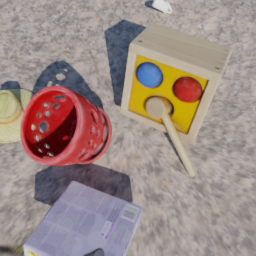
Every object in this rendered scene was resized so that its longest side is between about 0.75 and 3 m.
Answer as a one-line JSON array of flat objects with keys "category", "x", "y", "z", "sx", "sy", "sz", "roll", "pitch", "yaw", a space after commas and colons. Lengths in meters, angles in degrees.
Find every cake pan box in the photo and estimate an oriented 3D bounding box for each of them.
[{"category": "cake pan box", "x": -0.884, "y": 2.266, "z": 6.268, "sx": 1.949, "sy": 0.554, "sz": 2.117, "roll": 18, "pitch": 36, "yaw": 10}]

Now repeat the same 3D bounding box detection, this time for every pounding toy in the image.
[{"category": "pounding toy", "x": 1.260, "y": -0.765, "z": 7.863, "sx": 2.760, "sy": 2.998, "sz": 2.131, "roll": 23, "pitch": 46, "yaw": 13}]

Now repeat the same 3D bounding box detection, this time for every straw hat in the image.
[{"category": "straw hat", "x": -3.786, "y": -0.643, "z": 8.651, "sx": 2.086, "sy": 0.883, "sz": 2.086, "roll": 1, "pitch": 60, "yaw": -2}]

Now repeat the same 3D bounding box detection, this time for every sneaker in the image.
[{"category": "sneaker", "x": 1.413, "y": -4.925, "z": 11.358, "sx": 1.071, "sy": 0.377, "sz": 0.429, "roll": -9, "pitch": 64, "yaw": -43}]

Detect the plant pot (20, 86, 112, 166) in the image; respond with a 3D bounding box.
[{"category": "plant pot", "x": -1.556, "y": 0.035, "z": 7.488, "sx": 1.953, "sy": 1.778, "sz": 1.953, "roll": -5, "pitch": 79, "yaw": 24}]
